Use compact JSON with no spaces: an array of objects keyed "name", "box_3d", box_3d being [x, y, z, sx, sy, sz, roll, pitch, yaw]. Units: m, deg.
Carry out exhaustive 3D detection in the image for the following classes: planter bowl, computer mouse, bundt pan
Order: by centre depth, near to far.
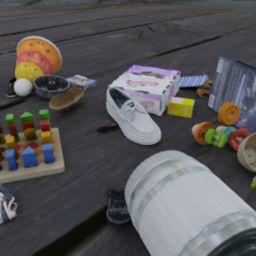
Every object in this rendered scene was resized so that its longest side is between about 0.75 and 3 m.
[{"name":"computer mouse","box_3d":[-0.134,1.934,6.654,0.965,0.367,1.393,1,20,5]},{"name":"planter bowl","box_3d":[3.587,0.761,7.925,1.121,0.755,1.121,2,75,-8]},{"name":"bundt pan","box_3d":[-3.326,-1.709,12.184,1.549,0.581,1.549,8,33,-5]}]

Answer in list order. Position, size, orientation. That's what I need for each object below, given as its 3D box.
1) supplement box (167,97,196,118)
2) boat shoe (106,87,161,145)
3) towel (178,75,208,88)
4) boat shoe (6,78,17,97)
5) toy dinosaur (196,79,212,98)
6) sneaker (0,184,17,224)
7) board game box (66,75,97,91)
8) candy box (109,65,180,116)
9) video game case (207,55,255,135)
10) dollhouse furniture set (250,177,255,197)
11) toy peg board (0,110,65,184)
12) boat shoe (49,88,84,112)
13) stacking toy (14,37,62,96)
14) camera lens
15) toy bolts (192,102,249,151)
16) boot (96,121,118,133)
[{"name":"supplement box","box_3d":[2.081,-0.797,10.871,1.000,0.548,0.544,10,32,15]},{"name":"boat shoe","box_3d":[0.098,-0.538,9.770,1.056,1.005,2.932,-23,43,-14]},{"name":"towel","box_3d":[2.876,-2.191,13.178,1.587,0.189,1.149,0,30,26]},{"name":"boat shoe","box_3d":[-5.233,-1.821,12.668,0.525,0.450,1.435,-5,33,-8]},{"name":"toy dinosaur","box_3d":[3.574,-1.791,12.559,2.759,0.833,1.465,15,14,39]},{"name":"sneaker","box_3d":[-2.943,1.784,6.783,0.430,0.425,1.083,-16,46,-16]},{"name":"board game box","box_3d":[-2.286,-2.180,13.433,1.312,0.226,0.888,21,37,31]},{"name":"candy box","box_3d":[0.757,-1.686,11.910,2.264,0.965,2.699,12,34,19]},{"name":"video game case","box_3d":[3.992,-1.111,9.847,0.284,2.137,2.992,-9,32,-24]},{"name":"dollhouse furniture set","box_3d":[3.555,1.444,7.393,0.458,0.354,0.917,22,38,31]},{"name":"toy peg board","box_3d":[-3.190,0.421,8.358,2.237,1.094,2.228,-9,32,-14]},{"name":"boat shoe","box_3d":[-2.394,-0.966,11.003,0.719,0.718,1.994,21,31,9]},{"name":"stacking toy","box_3d":[-4.411,-2.553,12.932,2.189,2.189,2.995,2,49,3]},{"name":"camera lens","box_3d":[1.191,1.789,5.315,1.930,1.930,2.413,-13,33,-21]},{"name":"toy bolts","box_3d":[2.938,-0.049,8.895,1.581,1.510,1.096,20,6,-28]},{"name":"boot","box_3d":[-0.807,-0.039,9.884,0.827,0.309,0.401,-7,29,-29]}]
